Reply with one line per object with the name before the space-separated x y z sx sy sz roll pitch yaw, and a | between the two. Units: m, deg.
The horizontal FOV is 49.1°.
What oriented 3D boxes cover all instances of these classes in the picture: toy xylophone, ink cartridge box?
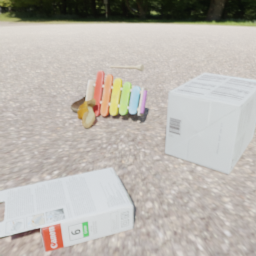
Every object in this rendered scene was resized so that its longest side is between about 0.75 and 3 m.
toy xylophone | -0.368 -1.368 10.245 2.729 1.998 0.686 4 3 35
ink cartridge box | -1.314 1.646 5.611 2.572 0.647 1.401 -10 27 -17

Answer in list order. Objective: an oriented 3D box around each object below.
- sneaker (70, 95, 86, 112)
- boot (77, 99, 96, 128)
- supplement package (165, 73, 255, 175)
sneaker | -1.327 -1.289 11.497 2.341 0.884 0.824 -18 30 -35
boot | -1.578 -0.427 10.143 0.442 0.900 1.257 28 56 -29
supplement package | 2.540 -0.309 8.189 1.919 1.933 2.547 17 30 31
